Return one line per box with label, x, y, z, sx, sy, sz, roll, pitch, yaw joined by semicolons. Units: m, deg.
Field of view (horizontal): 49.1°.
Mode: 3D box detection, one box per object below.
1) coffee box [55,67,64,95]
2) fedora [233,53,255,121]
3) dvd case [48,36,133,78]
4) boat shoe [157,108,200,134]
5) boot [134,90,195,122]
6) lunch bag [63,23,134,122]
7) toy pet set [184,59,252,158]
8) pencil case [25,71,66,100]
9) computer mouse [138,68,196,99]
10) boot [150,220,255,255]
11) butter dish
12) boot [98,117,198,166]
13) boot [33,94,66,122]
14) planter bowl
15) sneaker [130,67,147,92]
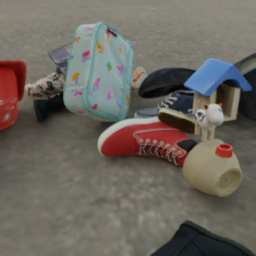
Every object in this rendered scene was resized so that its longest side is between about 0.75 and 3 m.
coffee box;-2.063;-2.379;11.490;1.486;1.036;2.599;-4;34;-7
fedora;4.052;-1.063;8.466;2.985;2.985;1.363;-12;62;-18
dvd case;-1.468;-2.950;10.636;2.770;0.221;2.059;-27;45;-15
boat shoe;1.439;-0.239;7.834;1.249;0.462;0.414;25;39;-4
boot;1.284;-0.713;9.012;2.213;0.999;0.805;-4;36;-1
lunch bag;-0.730;-1.651;8.611;1.083;2.810;2.254;2;-11;36
toy pet set;2.697;-0.689;6.504;2.731;1.450;2.550;-8;25;-16
pencil case;-2.894;-1.445;9.809;1.693;0.757;0.659;-11;47;37
computer mouse;1.599;-1.580;9.298;2.780;1.925;0.733;-10;80;-14
boot;1.230;2.399;4.784;1.615;0.617;1.357;20;35;37
butter dish;-4.198;-0.512;8.014;2.700;2.707;2.001;-10;74;-28
boot;0.604;0.530;7.378;2.508;0.908;1.810;-14;38;-25
boot;-2.476;-0.727;9.353;1.258;0.568;1.535;-13;25;-16
planter bowl;1.978;0.984;6.246;1.251;1.251;0.842;-13;29;-19
sneaker;0.222;-1.778;10.511;0.706;0.716;1.828;-26;4;33
